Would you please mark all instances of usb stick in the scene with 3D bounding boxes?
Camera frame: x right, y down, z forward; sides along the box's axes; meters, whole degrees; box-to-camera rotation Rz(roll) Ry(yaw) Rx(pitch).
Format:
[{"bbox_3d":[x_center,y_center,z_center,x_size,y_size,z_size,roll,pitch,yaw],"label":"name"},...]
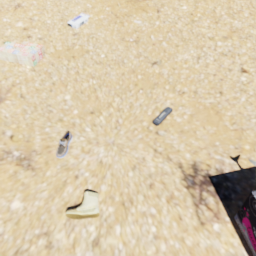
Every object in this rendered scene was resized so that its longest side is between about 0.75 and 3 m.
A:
[{"bbox_3d":[1.243,-0.418,9.998,0.278,0.163,1.002,30,55,24],"label":"usb stick"}]

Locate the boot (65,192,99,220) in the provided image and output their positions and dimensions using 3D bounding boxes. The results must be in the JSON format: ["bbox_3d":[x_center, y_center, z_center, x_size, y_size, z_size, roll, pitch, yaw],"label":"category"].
[{"bbox_3d":[-1.232,2.097,7.615,0.893,0.325,0.694,-3,48,-4],"label":"boot"}]

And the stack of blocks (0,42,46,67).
[{"bbox_3d":[-4.700,-3.341,12.399,1.730,0.507,0.996,13,49,12],"label":"stack of blocks"}]

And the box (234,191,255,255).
[{"bbox_3d":[3.935,2.730,6.201,1.793,1.557,2.713,-10,49,-9],"label":"box"}]

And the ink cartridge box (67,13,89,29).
[{"bbox_3d":[-2.554,-5.585,14.624,0.594,0.234,1.195,26,54,22],"label":"ink cartridge box"}]

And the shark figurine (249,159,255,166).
[{"bbox_3d":[3.822,1.521,7.833,1.331,0.555,0.795,47,48,-15],"label":"shark figurine"}]

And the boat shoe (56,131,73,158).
[{"bbox_3d":[-2.092,0.502,9.027,0.366,0.366,1.012,7,48,6],"label":"boat shoe"}]
